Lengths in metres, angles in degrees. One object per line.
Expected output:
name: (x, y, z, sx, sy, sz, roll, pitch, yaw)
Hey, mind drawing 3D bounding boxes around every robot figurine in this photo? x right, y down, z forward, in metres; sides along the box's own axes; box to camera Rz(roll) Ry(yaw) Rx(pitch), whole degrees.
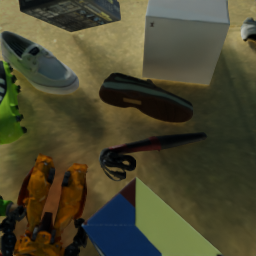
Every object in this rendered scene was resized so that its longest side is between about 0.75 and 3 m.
robot figurine: (-1.487, 1.595, 5.362, 1.557, 0.625, 2.148, 16, 52, -12)

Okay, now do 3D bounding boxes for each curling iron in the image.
curling iron: (0.639, 0.485, 6.146, 2.880, 0.368, 0.714, -14, 76, -33)

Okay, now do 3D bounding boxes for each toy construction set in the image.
toy construction set: (-3.528, 2.237, 4.458, 2.120, 2.301, 2.759, -4, 59, 20)

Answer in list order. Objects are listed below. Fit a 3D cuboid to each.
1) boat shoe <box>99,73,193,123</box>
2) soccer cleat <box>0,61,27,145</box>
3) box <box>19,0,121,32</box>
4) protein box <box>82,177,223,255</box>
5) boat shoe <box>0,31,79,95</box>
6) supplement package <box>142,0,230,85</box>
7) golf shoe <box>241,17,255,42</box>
boat shoe: (0.512, -0.878, 7.021, 2.373, 0.876, 0.878, 18, 57, 4)
soccer cleat: (-3.257, -0.713, 6.853, 1.161, 0.967, 2.865, -17, 48, -10)
box: (-1.541, -3.462, 7.990, 1.899, 2.408, 0.614, -3, 94, 24)
protein box: (0.348, 2.029, 4.416, 1.126, 1.669, 1.657, -38, 56, -22)
boat shoe: (-2.630, -1.857, 7.857, 2.795, 0.933, 1.028, 26, 58, 18)
supplement package: (1.543, -2.930, 7.986, 1.995, 1.981, 2.629, 7, 53, 5)
golf shoe: (4.493, -2.980, 9.006, 1.701, 0.666, 0.827, 9, 71, 14)
